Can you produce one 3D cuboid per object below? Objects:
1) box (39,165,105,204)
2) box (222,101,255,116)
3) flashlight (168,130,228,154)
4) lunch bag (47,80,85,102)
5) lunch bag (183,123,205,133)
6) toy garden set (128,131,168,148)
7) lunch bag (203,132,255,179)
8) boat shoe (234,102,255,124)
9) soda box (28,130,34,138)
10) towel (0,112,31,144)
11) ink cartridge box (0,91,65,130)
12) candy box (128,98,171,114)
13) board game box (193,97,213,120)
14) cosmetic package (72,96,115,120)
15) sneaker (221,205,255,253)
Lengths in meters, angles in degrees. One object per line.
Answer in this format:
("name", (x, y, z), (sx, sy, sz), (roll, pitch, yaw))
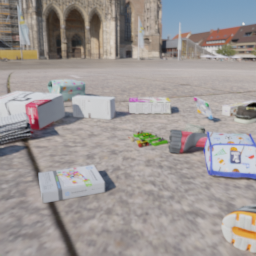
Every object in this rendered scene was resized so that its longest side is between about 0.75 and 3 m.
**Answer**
("box", (-1.416, 1.345, 6.907), (1.444, 0.297, 1.126), (-5, 16, -19))
("box", (6.056, -1.056, 14.978), (2.602, 0.503, 0.539), (-10, 19, -32))
("flashlight", (2.504, 0.531, 9.099), (2.331, 0.789, 0.792), (6, 14, 5))
("lunch bag", (-4.208, -2.614, 18.958), (1.923, 1.377, 2.258), (-12, 25, -34))
("lunch bag", (2.417, 0.208, 10.241), (0.545, 0.656, 0.782), (-10, 19, -32))
("toy garden set", (0.596, 0.361, 10.402), (1.153, 0.276, 1.383), (-10, 19, -32))
("lunch bag", (2.852, 0.783, 7.760), (1.338, 0.974, 1.574), (2, 29, 10))
("boat shoe", (6.145, -0.831, 13.593), (2.745, 0.826, 0.979), (-14, 21, -40))
("soda box", (-4.009, 0.166, 11.133), (0.283, 0.257, 0.810), (-12, 20, -35))
("towel", (-4.568, 0.036, 10.530), (1.742, 0.746, 1.443), (-16, 21, -23))
("ink cartridge box", (-4.635, -0.869, 12.858), (2.734, 1.140, 1.986), (6, 23, 19))
("candy box", (1.148, -1.226, 15.257), (2.235, 0.682, 1.524), (1, 15, 1))
("board game box", (3.417, -0.897, 12.823), (0.123, 0.953, 0.953), (-37, 38, -11))
("cosmetic package", (-1.711, -1.034, 13.988), (2.032, 1.033, 0.752), (4, 16, 18))
("sneaker", (2.749, 1.725, 4.621), (2.190, 0.857, 0.846), (10, 13, 32))
